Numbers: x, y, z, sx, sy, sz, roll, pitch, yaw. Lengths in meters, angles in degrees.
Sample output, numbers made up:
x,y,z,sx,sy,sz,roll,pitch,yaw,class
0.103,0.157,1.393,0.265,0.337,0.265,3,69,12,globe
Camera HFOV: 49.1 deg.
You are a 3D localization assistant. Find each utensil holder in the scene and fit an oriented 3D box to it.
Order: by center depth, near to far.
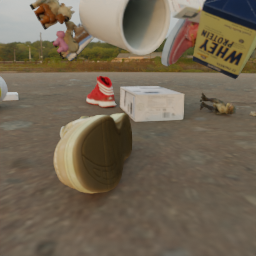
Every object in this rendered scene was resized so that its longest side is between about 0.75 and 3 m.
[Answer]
x,y,z,sx,sy,sz,roll,pitch,yaw,class
-0.146,-3.012,7.476,1.678,1.678,1.975,-11,32,-38,utensil holder

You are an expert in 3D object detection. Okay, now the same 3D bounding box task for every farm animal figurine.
x,y,z,sx,sy,sz,roll,pitch,yaw,class
-1.901,-2.962,7.593,0.944,1.791,1.811,-32,-18,-5,farm animal figurine

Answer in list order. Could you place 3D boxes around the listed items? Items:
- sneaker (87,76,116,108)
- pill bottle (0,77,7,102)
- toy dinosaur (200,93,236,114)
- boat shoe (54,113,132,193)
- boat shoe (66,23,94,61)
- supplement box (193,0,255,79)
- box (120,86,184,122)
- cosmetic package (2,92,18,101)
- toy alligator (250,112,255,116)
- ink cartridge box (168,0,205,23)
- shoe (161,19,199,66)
x,y,z,sx,sy,sz,roll,pitch,yaw,class
-1.131,-1.586,11.747,0.829,1.222,2.116,-9,16,-33,sneaker
-5.541,-1.310,10.162,1.436,1.436,2.513,1,14,3,pill bottle
3.152,-0.843,10.169,1.044,0.562,2.370,16,15,3,toy dinosaur
-0.598,0.289,4.508,0.951,1.056,2.926,-5,9,10,boat shoe
-1.777,-3.646,10.944,2.153,0.779,0.778,-48,17,-6,boat shoe
2.841,-2.811,7.241,1.365,2.034,2.032,30,-18,18,supplement box
0.704,-0.928,9.826,1.619,0.835,2.776,-2,13,-10,box
-5.898,-1.499,13.358,1.193,0.308,0.899,-6,13,-24,cosmetic package
4.824,-0.538,8.631,0.694,0.635,2.340,-8,16,-30,toy alligator
1.792,-3.967,8.698,1.795,1.051,0.604,-6,-12,-38,ink cartridge box
2.319,-3.258,9.750,1.270,2.793,0.998,28,-5,19,shoe
